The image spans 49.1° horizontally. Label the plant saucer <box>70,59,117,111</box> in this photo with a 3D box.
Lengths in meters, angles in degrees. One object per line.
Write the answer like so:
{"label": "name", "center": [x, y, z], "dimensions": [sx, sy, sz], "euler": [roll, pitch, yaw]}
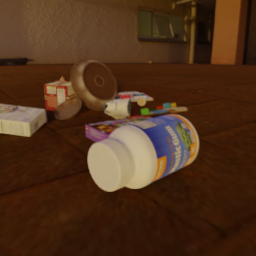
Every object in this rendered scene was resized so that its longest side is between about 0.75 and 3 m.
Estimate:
{"label": "plant saucer", "center": [-1.447, -2.117, 13.137], "dimensions": [2.622, 2.622, 0.480], "euler": [-17, -5, -44]}

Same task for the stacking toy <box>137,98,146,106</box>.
{"label": "stacking toy", "center": [0.652, -1.387, 14.567], "dimensions": [0.427, 0.427, 1.000], "euler": [-1, 9, -3]}

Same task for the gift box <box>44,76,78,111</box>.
{"label": "gift box", "center": [-3.018, -1.634, 13.364], "dimensions": [1.422, 1.541, 1.439], "euler": [9, 17, 13]}

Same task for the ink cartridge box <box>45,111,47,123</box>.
{"label": "ink cartridge box", "center": [-3.724, -0.424, 11.211], "dimensions": [0.866, 0.364, 0.632], "euler": [-5, 17, -15]}

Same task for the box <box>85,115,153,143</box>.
{"label": "box", "center": [0.047, 0.082, 9.270], "dimensions": [2.436, 0.476, 1.667], "euler": [-11, 20, -34]}

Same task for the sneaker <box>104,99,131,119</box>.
{"label": "sneaker", "center": [-0.457, -0.749, 10.639], "dimensions": [0.952, 0.815, 2.186], "euler": [4, -7, -7]}

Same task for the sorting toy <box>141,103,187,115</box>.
{"label": "sorting toy", "center": [1.492, -0.784, 11.528], "dimensions": [1.545, 0.374, 2.744], "euler": [-6, 1, 30]}

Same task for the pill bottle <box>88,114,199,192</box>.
{"label": "pill bottle", "center": [0.369, 0.534, 6.201], "dimensions": [1.356, 1.356, 2.420], "euler": [16, 23, 43]}

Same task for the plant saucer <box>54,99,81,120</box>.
{"label": "plant saucer", "center": [-2.498, -0.744, 11.764], "dimensions": [1.262, 0.231, 1.262], "euler": [-13, 43, 13]}

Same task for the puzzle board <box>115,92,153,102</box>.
{"label": "puzzle board", "center": [-0.317, -1.799, 16.087], "dimensions": [2.991, 0.260, 2.254], "euler": [-3, 17, -12]}

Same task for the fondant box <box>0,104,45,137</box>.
{"label": "fondant box", "center": [-4.096, -0.303, 9.968], "dimensions": [1.879, 0.547, 1.356], "euler": [8, 24, 5]}
